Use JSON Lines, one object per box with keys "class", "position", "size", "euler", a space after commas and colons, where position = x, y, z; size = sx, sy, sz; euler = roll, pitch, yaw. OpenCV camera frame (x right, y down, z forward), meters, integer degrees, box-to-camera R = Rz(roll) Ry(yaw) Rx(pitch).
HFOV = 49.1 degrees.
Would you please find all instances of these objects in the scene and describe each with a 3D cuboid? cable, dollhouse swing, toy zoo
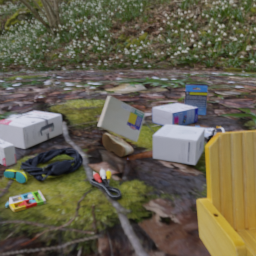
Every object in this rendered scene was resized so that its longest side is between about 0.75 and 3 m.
{"class": "cable", "position": [-2.854, 1.328, 10.656], "size": [1.910, 0.595, 2.341], "euler": [5, 19, 32]}
{"class": "cable", "position": [-0.770, 1.811, 9.117], "size": [0.783, 0.406, 1.613], "euler": [-9, 19, -18]}
{"class": "dollhouse swing", "position": [3.293, 1.605, 6.158], "size": [2.893, 2.544, 2.629], "euler": [-2, 17, -10]}
{"class": "toy zoo", "position": [-3.090, 2.197, 8.356], "size": [1.065, 0.109, 0.698], "euler": [-10, 20, -30]}

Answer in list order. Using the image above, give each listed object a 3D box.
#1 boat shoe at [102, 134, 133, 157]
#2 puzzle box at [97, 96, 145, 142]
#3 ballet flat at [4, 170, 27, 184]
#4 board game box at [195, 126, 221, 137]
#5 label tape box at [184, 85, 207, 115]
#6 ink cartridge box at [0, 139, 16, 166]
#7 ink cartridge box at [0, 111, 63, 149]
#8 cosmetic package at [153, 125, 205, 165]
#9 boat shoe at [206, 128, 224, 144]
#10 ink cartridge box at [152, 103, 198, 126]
{"class": "boat shoe", "position": [-0.501, 0.753, 12.328], "size": [0.606, 0.669, 1.878], "euler": [-3, 23, -36]}
{"class": "puzzle box", "position": [-0.248, -0.354, 12.570], "size": [2.146, 1.428, 0.273], "euler": [25, -13, -35]}
{"class": "ballet flat", "position": [-3.830, 1.653, 9.766], "size": [1.133, 0.379, 0.380], "euler": [8, 6, 29]}
{"class": "board game box", "position": [4.346, 0.193, 14.823], "size": [1.465, 0.190, 1.465], "euler": [2, 17, 5]}
{"class": "label tape box", "position": [4.494, -1.881, 18.581], "size": [1.416, 1.964, 0.622], "euler": [5, 18, 15]}
{"class": "ink cartridge box", "position": [-4.989, 0.976, 11.167], "size": [1.110, 0.808, 0.471], "euler": [14, 22, 39]}
{"class": "ink cartridge box", "position": [-4.802, 0.016, 13.832], "size": [1.908, 1.111, 2.620], "euler": [8, 17, 25]}
{"class": "cosmetic package", "position": [2.145, 0.648, 11.742], "size": [1.779, 1.094, 1.773], "euler": [8, 19, 24]}
{"class": "boat shoe", "position": [3.797, 0.632, 12.249], "size": [0.762, 0.933, 2.526], "euler": [7, 26, 6]}
{"class": "ink cartridge box", "position": [2.945, -0.801, 16.712], "size": [2.562, 0.978, 1.748], "euler": [-15, 22, -35]}
